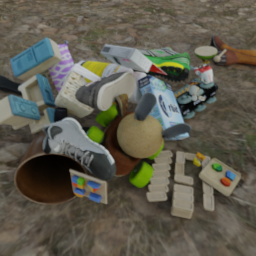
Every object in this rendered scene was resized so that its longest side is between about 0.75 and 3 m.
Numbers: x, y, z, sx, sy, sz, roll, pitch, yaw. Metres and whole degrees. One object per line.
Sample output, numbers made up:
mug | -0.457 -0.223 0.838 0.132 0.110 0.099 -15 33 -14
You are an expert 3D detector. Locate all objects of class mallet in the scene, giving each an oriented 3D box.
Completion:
mallet | -2.070 -0.445 9.441 0.415 0.664 2.015 8 11 0

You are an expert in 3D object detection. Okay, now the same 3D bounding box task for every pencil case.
pencil case | -2.490 -2.075 11.094 1.035 2.466 1.054 -17 18 -2

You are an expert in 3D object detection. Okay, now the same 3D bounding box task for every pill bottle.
pill bottle | -0.665 -1.621 10.284 2.580 1.451 1.451 13 43 23

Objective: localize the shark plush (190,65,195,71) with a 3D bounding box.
shark plush | 2.004 -2.832 12.815 2.188 0.911 0.994 7 -6 -28

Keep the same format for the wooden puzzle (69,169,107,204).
wooden puzzle | -1.084 1.641 7.497 1.045 1.128 0.261 16 48 14

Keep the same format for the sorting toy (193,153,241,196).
sorting toy | 2.690 1.347 8.767 1.516 0.203 1.129 34 42 22

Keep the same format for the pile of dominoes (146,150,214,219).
pile of dominoes | 1.615 1.643 8.714 1.910 0.390 2.450 11 35 6

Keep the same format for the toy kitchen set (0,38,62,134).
toy kitchen set | -3.180 -1.540 8.919 1.725 2.346 2.928 -25 76 14

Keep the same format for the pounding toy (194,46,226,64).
pounding toy | 3.090 -2.714 10.771 1.092 0.507 0.843 20 47 30

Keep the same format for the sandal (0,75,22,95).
sandal | -5.399 -1.823 12.537 1.890 0.452 0.710 23 44 7

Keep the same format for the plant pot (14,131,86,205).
plant pot | -2.282 0.882 8.473 1.916 1.916 2.050 -7 35 -8

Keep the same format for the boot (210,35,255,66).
boot | 5.688 -4.108 14.740 2.513 0.860 2.365 0 41 -1

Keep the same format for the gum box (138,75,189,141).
gum box | 1.243 -0.622 9.623 1.793 0.470 2.110 5 63 -57

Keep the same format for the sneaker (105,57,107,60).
sneaker | -0.685 -2.832 10.848 0.435 0.391 1.008 -5 24 -7

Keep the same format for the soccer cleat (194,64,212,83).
soccer cleat | 2.565 -1.800 9.431 0.479 0.595 1.397 -19 10 8

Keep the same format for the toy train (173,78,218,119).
toy train | 2.502 -1.214 11.317 2.375 1.012 1.353 -33 32 -21

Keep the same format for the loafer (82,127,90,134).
loafer | -2.168 0.243 10.019 1.801 0.567 0.647 -14 42 -16

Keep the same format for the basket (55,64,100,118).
basket | -1.510 -1.043 8.565 1.144 1.687 1.041 30 75 -16

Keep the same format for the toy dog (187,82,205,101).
toy dog | 2.312 -1.297 9.712 0.556 0.406 0.843 -5 36 -15

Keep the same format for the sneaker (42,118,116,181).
sneaker | -1.418 0.639 7.051 2.241 0.841 1.294 41 30 27

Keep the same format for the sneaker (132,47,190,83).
sneaker | 1.006 -2.420 10.164 2.529 0.987 1.077 15 61 7

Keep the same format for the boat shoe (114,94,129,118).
boat shoe | -0.129 -0.591 7.747 0.350 1.030 0.370 -31 72 -12

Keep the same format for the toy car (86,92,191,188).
toy car | 0.364 0.071 7.898 2.282 2.778 2.192 36 51 -11

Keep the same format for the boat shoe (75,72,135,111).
boat shoe | -0.533 -1.141 7.934 0.779 0.914 2.735 14 21 16

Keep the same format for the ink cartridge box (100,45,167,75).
ink cartridge box | 0.144 -1.979 8.628 1.691 1.467 0.368 28 89 51
